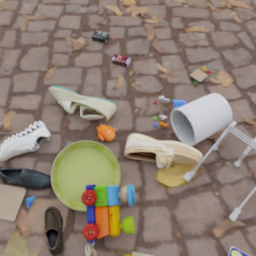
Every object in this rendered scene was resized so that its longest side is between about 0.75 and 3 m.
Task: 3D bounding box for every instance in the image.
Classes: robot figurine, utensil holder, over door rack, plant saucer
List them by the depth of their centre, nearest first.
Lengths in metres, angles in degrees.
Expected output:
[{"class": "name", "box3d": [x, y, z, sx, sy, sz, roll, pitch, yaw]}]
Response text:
[{"class": "plant saucer", "box3d": [-1.444, 1.632, 9.627, 2.362, 0.367, 2.362, 4, 76, -18]}, {"class": "over door rack", "box3d": [3.677, 1.476, 9.953, 2.178, 0.982, 2.948, 39, 78, 25]}, {"class": "utensil holder", "box3d": [2.799, -0.349, 10.725, 1.815, 1.542, 1.542, -25, 60, -17]}, {"class": "robot figurine", "box3d": [-0.866, 0.216, 10.982, 0.822, 0.479, 0.591, 36, 25, 22]}]

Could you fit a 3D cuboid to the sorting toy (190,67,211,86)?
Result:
[{"class": "sorting toy", "box3d": [3.247, -2.372, 12.858, 1.204, 0.204, 0.581, -39, 65, -22]}]

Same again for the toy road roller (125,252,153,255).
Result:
[{"class": "toy road roller", "box3d": [0.308, 4.562, 7.898, 1.068, 1.268, 1.738, 8, 20, 5]}]

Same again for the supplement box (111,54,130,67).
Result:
[{"class": "supplement box", "box3d": [-0.339, -3.210, 13.389, 0.819, 0.249, 0.446, 15, 58, 11]}]

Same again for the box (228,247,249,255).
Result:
[{"class": "box", "box3d": [3.172, 4.816, 7.965, 1.412, 0.378, 2.331, 27, 62, 16]}]

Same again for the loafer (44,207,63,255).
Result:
[{"class": "loafer", "box3d": [-2.372, 3.210, 8.933, 0.566, 0.553, 1.551, -15, 58, -10]}]

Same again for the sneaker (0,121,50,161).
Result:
[{"class": "sneaker", "box3d": [-3.925, 0.618, 10.583, 2.117, 0.795, 0.858, -38, 72, -21]}]

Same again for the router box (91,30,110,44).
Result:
[{"class": "router box", "box3d": [-1.399, -4.665, 14.356, 0.795, 0.247, 0.596, 17, 58, 10]}]

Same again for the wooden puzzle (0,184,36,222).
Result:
[{"class": "wooden puzzle", "box3d": [-4.180, 2.560, 9.598, 1.807, 0.211, 1.219, 14, 62, 10]}]

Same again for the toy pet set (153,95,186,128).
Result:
[{"class": "toy pet set", "box3d": [1.672, -0.761, 11.470, 1.288, 0.733, 1.380, 2, 57, 1]}]

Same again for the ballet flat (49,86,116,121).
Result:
[{"class": "ballet flat", "box3d": [-1.996, -0.940, 11.512, 2.995, 1.040, 1.040, 15, 58, 9]}]

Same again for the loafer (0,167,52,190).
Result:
[{"class": "loafer", "box3d": [-3.589, 1.754, 9.831, 1.902, 0.668, 0.646, 7, 57, 5]}]

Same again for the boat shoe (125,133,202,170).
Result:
[{"class": "boat shoe", "box3d": [1.210, 1.022, 10.179, 2.821, 1.040, 0.976, 11, 59, 18]}]

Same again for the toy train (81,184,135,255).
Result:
[{"class": "toy train", "box3d": [-0.508, 3.103, 8.565, 1.602, 1.172, 2.769, -5, 80, 2]}]
